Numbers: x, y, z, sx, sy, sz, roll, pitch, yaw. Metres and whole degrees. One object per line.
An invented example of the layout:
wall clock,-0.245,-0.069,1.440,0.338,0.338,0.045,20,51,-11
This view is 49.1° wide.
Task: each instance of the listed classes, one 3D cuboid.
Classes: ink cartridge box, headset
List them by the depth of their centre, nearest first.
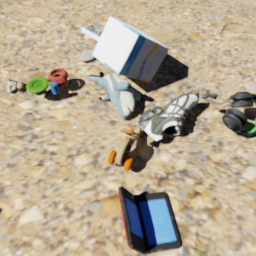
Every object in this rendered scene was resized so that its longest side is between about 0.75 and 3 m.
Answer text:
headset,3.889,-0.675,10.264,2.519,1.184,1.556,24,85,-24
ink cartridge box,0.151,-3.188,11.719,1.725,1.717,2.351,42,24,30

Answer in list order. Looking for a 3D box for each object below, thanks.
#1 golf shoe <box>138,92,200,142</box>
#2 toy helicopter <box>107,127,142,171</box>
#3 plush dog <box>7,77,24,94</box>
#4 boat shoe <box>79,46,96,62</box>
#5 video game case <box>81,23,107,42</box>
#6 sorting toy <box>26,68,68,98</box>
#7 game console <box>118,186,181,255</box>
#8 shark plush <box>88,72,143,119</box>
golf shoe,1.768,-0.391,10.651,2.811,1.093,1.328,-27,74,-20
toy helicopter,0.051,0.443,9.686,0.789,1.323,2.001,19,33,14
plush dog,-4.838,-1.857,12.094,0.648,0.606,0.755,10,46,-23
boat shoe,-1.760,-3.634,13.674,1.560,0.445,0.522,-42,97,-25
video game case,-0.772,-4.698,14.269,2.444,0.281,2.227,37,45,26
sorting toy,-3.246,-1.735,11.735,1.837,0.754,1.104,-34,55,-21
game console,0.592,2.542,8.044,1.064,1.545,1.793,-25,49,14
shark plush,-0.788,-1.583,11.572,2.978,1.353,1.240,38,91,22
